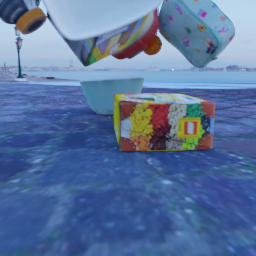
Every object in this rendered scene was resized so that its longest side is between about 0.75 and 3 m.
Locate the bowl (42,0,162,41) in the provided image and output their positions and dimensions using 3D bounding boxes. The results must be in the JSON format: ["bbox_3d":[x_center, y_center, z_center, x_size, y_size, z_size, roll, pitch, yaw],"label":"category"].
[{"bbox_3d":[-0.500,-2.342,4.258,1.780,1.783,0.665,-23,13,-4],"label":"bowl"}]

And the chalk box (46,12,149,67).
[{"bbox_3d":[-0.478,-2.893,5.883,1.657,1.666,2.677,-35,-4,-28],"label":"chalk box"}]

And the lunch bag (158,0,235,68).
[{"bbox_3d":[2.171,-3.295,9.431,0.996,2.583,2.072,-39,-7,-19],"label":"lunch bag"}]

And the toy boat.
[{"bbox_3d":[0.464,-3.362,9.913,1.916,2.936,1.919,-26,-48,31],"label":"toy boat"}]

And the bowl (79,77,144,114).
[{"bbox_3d":[-0.592,-1.261,10.850,2.478,1.296,2.478,-2,11,0],"label":"bowl"}]

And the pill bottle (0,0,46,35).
[{"bbox_3d":[-2.735,-3.121,6.332,1.047,1.971,1.047,-37,8,6],"label":"pill bottle"}]

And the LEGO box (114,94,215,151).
[{"bbox_3d":[0.652,-0.252,6.678,1.895,0.982,2.544,-1,11,-6],"label":"LEGO box"}]
